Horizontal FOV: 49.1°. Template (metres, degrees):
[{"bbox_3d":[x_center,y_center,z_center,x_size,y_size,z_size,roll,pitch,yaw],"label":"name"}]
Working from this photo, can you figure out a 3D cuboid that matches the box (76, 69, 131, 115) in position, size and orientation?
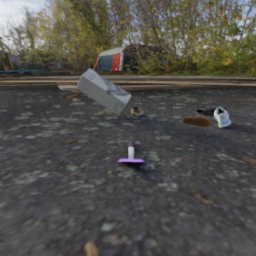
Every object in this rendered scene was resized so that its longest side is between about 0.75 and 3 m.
[{"bbox_3d":[-1.188,-1.781,13.848,2.514,0.859,1.033,32,37,-4],"label":"box"}]

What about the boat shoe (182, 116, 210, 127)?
[{"bbox_3d":[2.595,-0.266,10.500,1.081,0.380,0.380,13,16,38],"label":"boat shoe"}]

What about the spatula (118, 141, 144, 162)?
[{"bbox_3d":[0.092,0.695,8.247,0.666,0.242,2.355,2,13,0],"label":"spatula"}]

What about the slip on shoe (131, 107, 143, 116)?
[{"bbox_3d":[0.404,-0.908,14.260,0.459,0.366,1.208,-26,18,-5],"label":"slip on shoe"}]

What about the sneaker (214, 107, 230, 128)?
[{"bbox_3d":[3.996,-0.629,12.032,0.601,0.695,1.603,-21,17,13],"label":"sneaker"}]

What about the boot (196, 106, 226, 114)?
[{"bbox_3d":[4.265,-0.872,14.418,1.092,0.434,1.255,-10,9,-27],"label":"boot"}]
